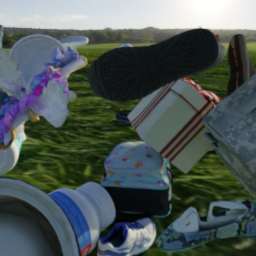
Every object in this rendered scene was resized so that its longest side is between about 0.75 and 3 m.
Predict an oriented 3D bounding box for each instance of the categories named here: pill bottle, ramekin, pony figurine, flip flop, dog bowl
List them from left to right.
[{"bbox_3d":[-1.985,2.135,4.183,2.677,2.677,0.987,-1,-19,-3],"label":"dog bowl"},{"bbox_3d":[-4.385,0.436,9.559,1.428,1.428,2.578,-5,22,-12],"label":"pill bottle"},{"bbox_3d":[-2.239,-0.874,6.942,2.428,2.814,2.915,35,48,3],"label":"pony figurine"},{"bbox_3d":[-2.849,-1.973,9.224,1.918,1.918,1.007,-4,-4,-9],"label":"ramekin"},{"bbox_3d":[-1.490,2.074,5.446,1.462,1.462,2.605,17,28,37],"label":"pill bottle"},{"bbox_3d":[4.116,-1.859,9.940,0.830,2.884,1.170,-5,2,-11],"label":"flip flop"}]

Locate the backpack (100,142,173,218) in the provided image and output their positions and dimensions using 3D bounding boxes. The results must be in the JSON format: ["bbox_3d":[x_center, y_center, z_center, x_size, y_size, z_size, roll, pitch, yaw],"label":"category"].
[{"bbox_3d":[0.264,1.221,7.488,1.822,1.589,2.073,-2,15,10],"label":"backpack"}]

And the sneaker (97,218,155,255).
[{"bbox_3d":[0.040,2.280,5.900,0.630,0.737,1.673,15,25,36],"label":"sneaker"}]

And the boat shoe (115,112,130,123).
[{"bbox_3d":[-0.013,-0.515,13.241,1.276,0.438,0.537,6,23,14],"label":"boat shoe"}]

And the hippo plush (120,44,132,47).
[{"bbox_3d":[-0.250,-2.123,9.837,1.401,1.759,1.414,0,-17,1],"label":"hippo plush"}]

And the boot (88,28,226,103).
[{"bbox_3d":[0.563,-0.962,4.181,1.809,0.722,1.989,-9,15,18],"label":"boot"}]

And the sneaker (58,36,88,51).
[{"bbox_3d":[-2.263,-2.972,10.919,1.637,0.965,0.602,-13,44,3],"label":"sneaker"}]

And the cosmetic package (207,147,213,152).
[{"bbox_3d":[2.598,0.427,10.295,1.746,0.918,0.621,-13,27,-25],"label":"cosmetic package"}]

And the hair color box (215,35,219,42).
[{"bbox_3d":[2.106,-2.486,9.213,1.068,0.616,1.927,-11,7,-6],"label":"hair color box"}]

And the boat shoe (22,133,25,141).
[{"bbox_3d":[-4.340,0.441,11.080,0.291,0.277,0.808,8,23,19],"label":"boat shoe"}]

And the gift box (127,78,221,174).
[{"bbox_3d":[1.223,-0.193,6.414,1.802,1.683,1.663,36,10,-27],"label":"gift box"}]

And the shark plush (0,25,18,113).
[{"bbox_3d":[-3.410,-1.448,7.305,1.273,2.803,1.167,31,46,24],"label":"shark plush"}]

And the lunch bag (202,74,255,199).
[{"bbox_3d":[2.598,-0.170,4.737,2.465,2.067,1.717,-39,47,7],"label":"lunch bag"}]

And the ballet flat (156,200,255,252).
[{"bbox_3d":[0.948,1.134,3.392,1.303,0.484,0.484,-13,22,1],"label":"ballet flat"}]
